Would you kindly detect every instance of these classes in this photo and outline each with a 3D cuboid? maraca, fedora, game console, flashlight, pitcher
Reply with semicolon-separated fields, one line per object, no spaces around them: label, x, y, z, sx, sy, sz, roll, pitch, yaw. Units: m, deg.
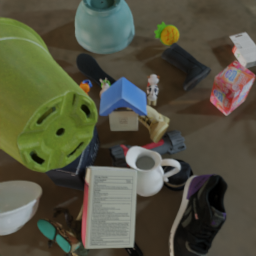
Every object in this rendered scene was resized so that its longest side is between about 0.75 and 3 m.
maraca;1.618;-3.894;11.658;1.182;0.810;0.632;16;17;-31
fedora;1.634;1.459;9.145;1.217;0.556;1.217;5;60;-8
game console;-0.087;3.440;8.450;0.759;0.155;1.286;-34;66;-16
flashlight;0.636;0.686;9.535;2.515;0.851;0.854;-19;20;-13
pitcher;0.750;1.385;8.431;1.543;1.798;1.090;9;55;12

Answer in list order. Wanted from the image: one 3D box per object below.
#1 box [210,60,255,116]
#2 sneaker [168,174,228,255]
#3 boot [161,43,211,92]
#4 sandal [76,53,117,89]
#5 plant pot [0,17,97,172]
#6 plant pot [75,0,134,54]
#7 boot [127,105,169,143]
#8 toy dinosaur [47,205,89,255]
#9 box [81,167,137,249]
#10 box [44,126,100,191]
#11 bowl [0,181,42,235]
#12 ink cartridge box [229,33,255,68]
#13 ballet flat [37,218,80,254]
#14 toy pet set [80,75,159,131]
box;3.615;-1.342;9.859;0.966;1.882;0.891;-39;68;-4
sneaker;2.037;2.694;7.852;1.131;1.308;2.987;22;67;-17
boot;2.081;-2.447;11.145;1.929;0.633;1.590;43;58;16
sandal;-1.302;-2.086;11.172;0.802;0.510;2.133;-42;83;-20
plant pot;-2.138;-0.527;5.959;2.714;2.858;2.858;34;67;32
plant pot;-1.043;-4.701;11.750;2.631;1.763;2.631;0;63;1
boot;0.595;-0.311;9.403;1.530;0.717;1.969;35;22;1
toy dinosaur;-1.662;3.037;8.417;1.304;0.702;2.958;7;60;-1
box;-0.562;2.150;7.840;1.320;1.125;2.065;5;84;-14
box;-1.713;0.807;8.842;1.150;1.856;1.825;8;63;5
bowl;-3.610;2.433;8.223;2.168;2.168;0.974;-2;103;-1
ink cartridge box;4.917;-3.270;11.785;0.845;0.390;1.551;-16;63;-8
ballet flat;-1.985;3.079;8.127;1.475;0.555;0.500;25;101;29
toy pet set;-0.353;-1.267;9.231;2.811;1.493;2.625;-1;46;2
